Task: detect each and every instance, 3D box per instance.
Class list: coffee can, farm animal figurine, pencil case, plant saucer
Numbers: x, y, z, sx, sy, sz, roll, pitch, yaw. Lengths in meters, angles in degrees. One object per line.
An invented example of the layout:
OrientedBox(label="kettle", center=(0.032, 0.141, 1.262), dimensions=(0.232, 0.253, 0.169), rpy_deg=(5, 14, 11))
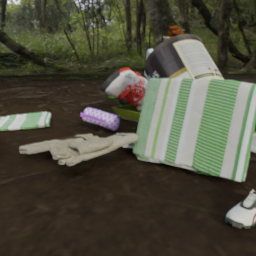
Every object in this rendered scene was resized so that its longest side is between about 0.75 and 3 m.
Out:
OrientedBox(label="coffee can", center=(1.593, -0.933, 7.094), dimensions=(1.683, 2.300, 1.683), rpy_deg=(-17, -26, -9))
OrientedBox(label="farm animal figurine", center=(1.778, -2.239, 9.651), dimensions=(1.097, 2.182, 1.762), rpy_deg=(1, -4, -14))
OrientedBox(label="pencil case", center=(-0.823, -0.262, 8.506), dimensions=(1.187, 0.498, 0.507), rpy_deg=(16, 24, 23))
OrientedBox(label="plant saucer", center=(0.673, -0.548, 10.499), dimensions=(1.886, 0.451, 1.883), rpy_deg=(-13, 19, -42))

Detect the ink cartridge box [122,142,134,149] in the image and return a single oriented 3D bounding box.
OrientedBox(label="ink cartridge box", center=(0.247, 0.349, 6.847), dimensions=(1.006, 0.338, 0.589), rpy_deg=(6, 0, 23))

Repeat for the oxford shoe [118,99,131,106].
OrientedBox(label="oxford shoe", center=(0.931, -1.124, 12.320), dimensions=(2.651, 0.963, 1.119), rpy_deg=(-12, 36, -37))

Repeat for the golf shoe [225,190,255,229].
OrientedBox(label="golf shoe", center=(1.704, 1.090, 3.938), dimensions=(0.956, 0.421, 0.369), rpy_deg=(-12, 19, -35))

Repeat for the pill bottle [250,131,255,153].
OrientedBox(label="pill bottle", center=(3.274, 0.302, 6.957), dimensions=(0.480, 0.480, 0.849), rpy_deg=(10, 17, 35))

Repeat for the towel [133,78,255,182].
OrientedBox(label="towel", center=(1.231, -0.071, 5.599), dimensions=(2.463, 1.879, 0.288), rpy_deg=(9, -5, 42))

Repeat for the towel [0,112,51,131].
OrientedBox(label="towel", center=(-3.869, -0.220, 9.546), dimensions=(2.345, 0.274, 1.789), rpy_deg=(-3, 15, -13))

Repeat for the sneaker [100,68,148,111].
OrientedBox(label="sneaker", center=(0.284, -1.189, 9.883), dimensions=(0.991, 1.591, 2.969), rpy_deg=(-42, -7, 22))

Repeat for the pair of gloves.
OrientedBox(label="pair of gloves", center=(-1.115, 0.432, 6.126), dimensions=(2.168, 0.380, 1.844), rpy_deg=(-1, 8, 43))

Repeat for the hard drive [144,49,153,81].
OrientedBox(label="hard drive", center=(1.305, -1.927, 11.562), dimensions=(0.302, 1.516, 2.298), rpy_deg=(-17, 59, -14))

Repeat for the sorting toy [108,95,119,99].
OrientedBox(label="sorting toy", center=(-0.605, -1.936, 16.101), dimensions=(1.145, 0.470, 0.688), rpy_deg=(6, 15, 23))
